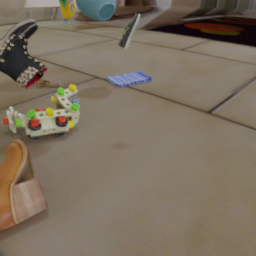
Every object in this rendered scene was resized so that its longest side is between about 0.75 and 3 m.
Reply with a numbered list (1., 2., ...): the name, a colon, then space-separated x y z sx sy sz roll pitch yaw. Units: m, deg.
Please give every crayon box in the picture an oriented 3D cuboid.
1. crayon box: -2.621 -5.354 11.977 0.397 1.538 0.967 -3 38 7

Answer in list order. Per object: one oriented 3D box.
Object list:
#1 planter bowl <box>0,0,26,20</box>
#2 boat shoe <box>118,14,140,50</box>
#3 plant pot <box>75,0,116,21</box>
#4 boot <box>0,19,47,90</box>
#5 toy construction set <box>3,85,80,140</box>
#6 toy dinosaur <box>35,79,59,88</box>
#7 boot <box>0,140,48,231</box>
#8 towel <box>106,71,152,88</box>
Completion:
1. planter bowl: -5.280 -5.418 12.046 1.767 1.189 1.767 12 39 -10
2. boat shoe: 0.023 -2.561 7.372 0.288 0.956 0.341 27 23 2
3. plant pot: -1.107 -4.908 11.049 1.625 1.625 1.094 -19 64 -31
4. boot: -2.809 -2.019 7.699 1.387 0.674 1.842 39 63 -1
5. toy construction set: -2.846 -0.479 9.556 2.766 1.274 1.814 -18 57 -16
6. toy dinosaur: -4.080 -2.220 13.625 1.713 0.518 0.910 29 19 29
7. boot: -3.305 1.399 6.678 2.141 1.058 2.758 -18 42 -23
8. towel: 0.047 -2.526 14.276 1.986 0.237 1.438 -15 32 -25
